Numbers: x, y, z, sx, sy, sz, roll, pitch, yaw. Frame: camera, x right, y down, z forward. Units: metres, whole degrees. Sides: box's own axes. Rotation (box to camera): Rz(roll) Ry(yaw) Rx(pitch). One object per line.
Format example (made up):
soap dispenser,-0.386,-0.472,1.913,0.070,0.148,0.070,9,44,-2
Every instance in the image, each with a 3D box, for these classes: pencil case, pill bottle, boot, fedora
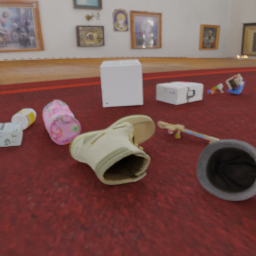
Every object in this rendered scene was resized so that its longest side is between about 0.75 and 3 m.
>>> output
pencil case,-2.478,-0.283,10.178,1.108,1.108,2.533,-6,20,-19
pill bottle,-4.106,-0.391,11.162,0.647,0.647,1.155,1,18,2
boot,0.030,0.534,7.752,2.791,1.006,2.158,-19,24,-27
fedora,2.446,0.999,6.465,1.538,1.360,0.694,3,-14,44

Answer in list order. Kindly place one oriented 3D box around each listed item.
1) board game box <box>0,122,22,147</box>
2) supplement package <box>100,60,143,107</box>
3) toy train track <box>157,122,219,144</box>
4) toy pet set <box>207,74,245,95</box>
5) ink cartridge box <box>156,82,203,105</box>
board game box,-4.461,0.241,9.499,1.563,0.502,1.153,-4,18,-16
supplement package,-0.349,-2.462,15.041,2.048,2.063,2.719,-3,18,-1
toy train track,2.027,0.245,9.782,2.216,0.361,1.271,18,13,30
toy pet set,6.090,-2.341,16.748,1.970,1.046,1.839,-29,0,42
ink cartridge box,2.818,-1.966,15.501,2.156,0.899,1.566,-14,23,-36
